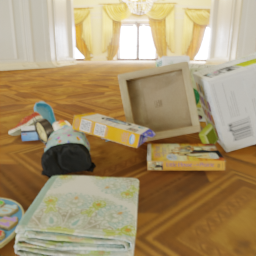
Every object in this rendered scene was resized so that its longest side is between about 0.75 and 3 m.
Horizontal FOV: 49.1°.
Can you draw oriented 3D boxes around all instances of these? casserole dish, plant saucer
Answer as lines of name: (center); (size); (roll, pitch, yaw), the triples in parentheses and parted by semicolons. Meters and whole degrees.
casserole dish: (-3.517, -0.429, 11.791); (0.282, 1.453, 0.880); (-33, -21, 31)
plant saucer: (2.814, 0.332, 9.621); (0.768, 0.769, 0.184); (-40, 23, -33)

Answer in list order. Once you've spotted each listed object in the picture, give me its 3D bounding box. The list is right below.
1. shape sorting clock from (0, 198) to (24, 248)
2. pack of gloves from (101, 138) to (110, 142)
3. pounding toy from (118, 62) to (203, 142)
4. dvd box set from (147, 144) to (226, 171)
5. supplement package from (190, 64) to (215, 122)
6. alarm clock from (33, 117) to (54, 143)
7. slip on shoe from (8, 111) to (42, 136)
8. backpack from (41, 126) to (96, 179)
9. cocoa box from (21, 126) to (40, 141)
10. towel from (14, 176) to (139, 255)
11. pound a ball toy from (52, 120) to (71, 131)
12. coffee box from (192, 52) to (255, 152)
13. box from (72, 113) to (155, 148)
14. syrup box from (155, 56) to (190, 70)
shape sorting clock: (-3.223, 1.955, 5.445); (2.283, 0.448, 2.283); (0, 18, 0)
pack of gloves: (-0.616, 0.406, 10.844); (0.924, 0.182, 0.777); (1, 8, -11)
pounding toy: (1.430, -0.682, 10.091); (2.985, 2.748, 2.122); (-10, 0, 4)
dvd box set: (1.707, 0.876, 8.759); (2.235, 0.329, 1.636); (0, 14, 6)
supplement package: (3.458, -1.746, 13.567); (1.383, 2.495, 1.943); (6, 19, 17)
alarm clock: (-2.824, 0.021, 9.302); (1.182, 0.798, 0.394); (39, 48, 24)
slip on shoe: (-4.106, -0.153, 11.132); (1.466, 0.449, 0.543); (-33, -19, 2)
backpack: (-1.747, 0.647, 8.361); (1.531, 1.161, 1.835); (-4, 16, -5)
cocoa box: (-3.603, 0.190, 10.642); (0.818, 0.536, 0.545); (-4, 5, -14)
towel: (-0.888, 1.755, 5.885); (2.173, 0.611, 2.539); (4, 18, 3)
pound a ball toy: (-2.282, 0.070, 10.788); (1.085, 0.707, 1.665); (-9, 18, -21)
coffee box: (4.129, -1.051, 10.150); (2.607, 2.603, 2.578); (-18, 16, 7)
box: (-0.354, 0.065, 8.436); (2.286, 0.474, 1.361); (18, 11, 13)
syrup box: (1.886, -1.462, 11.760); (1.181, 2.900, 1.142); (-3, 6, -8)
